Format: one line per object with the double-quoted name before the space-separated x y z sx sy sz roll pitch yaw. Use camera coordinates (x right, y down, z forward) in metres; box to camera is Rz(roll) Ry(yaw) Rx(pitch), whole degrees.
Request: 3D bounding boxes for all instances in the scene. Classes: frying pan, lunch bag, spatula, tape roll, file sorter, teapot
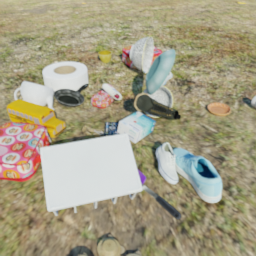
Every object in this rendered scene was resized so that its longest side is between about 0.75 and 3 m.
"frying pan" -2.748 -1.644 13.431 1.419 0.382 2.346 14 33 -9
"lunch bag" 0.895 -4.322 17.076 2.241 0.918 1.974 -18 44 -23
"lunch bag" -3.717 0.749 9.671 2.077 0.966 2.359 3 35 5
"spatula" 0.736 1.987 8.383 2.137 0.220 0.604 35 91 29
"tape roll" -3.289 -2.689 14.741 2.321 0.812 2.321 1 35 0
"file sorter" -1.075 1.404 7.961 2.413 1.502 1.674 -9 64 -13
"lunch bag" -1.263 -1.363 13.158 0.953 0.443 1.082 16 38 21
"teapot" -4.214 -1.421 12.724 1.533 1.135 1.554 12 5 -34

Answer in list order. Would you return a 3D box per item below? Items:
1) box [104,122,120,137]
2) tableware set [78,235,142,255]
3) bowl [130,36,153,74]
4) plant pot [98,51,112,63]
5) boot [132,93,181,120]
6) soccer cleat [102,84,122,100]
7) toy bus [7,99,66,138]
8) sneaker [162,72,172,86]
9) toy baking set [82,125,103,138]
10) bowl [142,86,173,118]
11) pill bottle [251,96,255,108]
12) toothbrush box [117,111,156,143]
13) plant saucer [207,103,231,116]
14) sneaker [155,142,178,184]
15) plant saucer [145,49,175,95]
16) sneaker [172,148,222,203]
"box" -0.561 0.100 11.261 0.754 0.218 0.949 0 35 0
"tableware set" -0.470 3.342 6.589 1.490 0.207 1.783 34 42 31
"bowl" 0.672 -4.056 15.345 0.935 1.993 1.993 14 37 16
"plant pot" -1.415 -4.360 17.326 0.823 0.584 0.823 -1 35 0
"boot" 1.189 -0.822 11.224 1.369 0.767 1.980 22 8 33
"soccer cleat" -0.742 -1.665 12.890 1.079 0.377 0.466 37 12 -3
"toy bus" -3.669 -0.393 11.193 2.416 0.946 0.786 16 39 27
"sneaker" 1.868 -2.552 14.399 0.937 0.406 0.351 -46 58 -4
"toy baking set" -1.346 0.121 10.648 0.800 1.043 0.121 21 68 -6
"bowl" 1.280 -1.197 12.381 1.439 1.439 0.675 7 9 10
"pill bottle" 6.099 -0.974 12.425 0.648 0.648 1.136 -17 38 -23
"toothbrush box" 0.326 -0.049 10.996 0.923 0.538 1.261 33 40 25
"plant saucer" 4.081 -0.807 12.592 1.013 0.190 1.013 -1 35 1
"sneaker" 1.320 1.114 9.300 0.595 0.577 1.629 15 34 -26
"plant saucer" 1.156 -2.301 11.219 0.389 2.020 2.020 24 31 -17
"sneaker" 2.197 1.184 8.981 0.920 1.020 2.489 -14 34 -21
